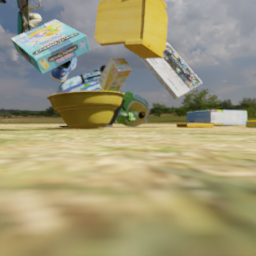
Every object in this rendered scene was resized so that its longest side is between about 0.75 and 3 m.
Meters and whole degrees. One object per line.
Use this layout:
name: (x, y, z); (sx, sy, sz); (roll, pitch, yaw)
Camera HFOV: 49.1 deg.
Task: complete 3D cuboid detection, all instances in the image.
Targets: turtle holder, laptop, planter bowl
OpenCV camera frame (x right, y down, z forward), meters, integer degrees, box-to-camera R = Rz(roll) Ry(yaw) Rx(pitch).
turtle holder: (0.212, -0.904, 13.569); (1.636, 1.751, 2.304); (18, -12, 7)
laptop: (-1.553, -0.630, 12.167); (2.128, 1.233, 1.993); (1, 1, 39)
planter bowl: (-1.317, -0.498, 9.008); (2.476, 1.031, 2.476); (-3, -2, 0)

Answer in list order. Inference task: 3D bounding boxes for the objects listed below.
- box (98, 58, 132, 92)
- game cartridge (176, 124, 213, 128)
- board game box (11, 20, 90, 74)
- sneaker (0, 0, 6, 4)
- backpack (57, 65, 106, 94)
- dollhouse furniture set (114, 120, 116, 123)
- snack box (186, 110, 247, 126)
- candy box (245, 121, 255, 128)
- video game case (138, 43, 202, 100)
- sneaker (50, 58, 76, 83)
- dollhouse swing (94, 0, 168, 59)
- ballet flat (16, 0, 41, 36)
box: (-0.475, -1.832, 9.840); (0.654, 0.589, 1.163); (-14, -27, -41)
game cartridge: (2.743, -0.084, 11.604); (1.183, 0.192, 1.043); (2, 0, -14)
board game box: (-1.969, -2.092, 6.997); (1.326, 0.412, 1.757); (-33, 45, -19)
sneaker: (-3.141, -3.568, 7.111); (0.287, 0.862, 0.390); (35, 16, 37)
backpack: (-2.000, -1.351, 13.926); (2.803, 2.565, 2.060); (-18, 38, -9)
dollhouse furniture set: (-0.936, -0.313, 15.682); (1.551, 0.862, 1.371); (0, 25, -38)
snack box: (5.190, -0.552, 16.549); (2.671, 0.904, 2.252); (-1, 0, -23)
candy box: (5.526, -0.151, 11.270); (1.172, 0.303, 2.293); (3, 3, 31)
video game case: (1.926, -2.635, 12.641); (2.377, 2.614, 0.305); (-30, -12, -44)
sneaker: (-2.795, -3.062, 12.771); (0.890, 2.267, 1.010); (24, -45, -15)
dollhouse swing: (0.129, -3.541, 9.865); (1.807, 2.055, 1.868); (-2, -10, 36)
ballet flat: (-3.205, -3.733, 8.987); (0.858, 2.385, 0.858); (7, 45, -7)
